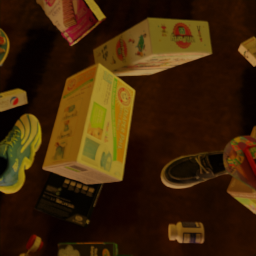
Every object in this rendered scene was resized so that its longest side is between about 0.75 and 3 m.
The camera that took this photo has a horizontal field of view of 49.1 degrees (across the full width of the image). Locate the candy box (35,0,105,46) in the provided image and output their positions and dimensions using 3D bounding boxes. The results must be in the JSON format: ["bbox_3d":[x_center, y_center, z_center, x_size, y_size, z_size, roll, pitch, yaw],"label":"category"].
[{"bbox_3d":[-2.125,-4.314,9.800,2.291,1.563,0.699,52,32,-15],"label":"candy box"}]

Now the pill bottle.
[{"bbox_3d":[1.818,3.304,8.843,1.027,0.614,0.614,2,67,1],"label":"pill bottle"}]

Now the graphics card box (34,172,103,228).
[{"bbox_3d":[-1.718,1.720,9.472,1.758,0.713,2.802,17,66,6],"label":"graphics card box"}]

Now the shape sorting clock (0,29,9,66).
[{"bbox_3d":[-6.377,-3.256,11.715,2.775,0.544,2.775,0,66,0],"label":"shape sorting clock"}]

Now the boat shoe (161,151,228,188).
[{"bbox_3d":[2.557,1.239,9.494,2.951,1.047,1.064,-15,67,-6],"label":"boat shoe"}]

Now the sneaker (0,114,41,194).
[{"bbox_3d":[-3.792,0.672,9.472,1.110,1.540,2.931,4,67,2],"label":"sneaker"}]

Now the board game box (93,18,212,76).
[{"bbox_3d":[0.603,-2.256,8.349,2.168,2.938,0.944,-11,95,-33],"label":"board game box"}]

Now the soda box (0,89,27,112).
[{"bbox_3d":[-2.902,-0.626,6.578,0.335,0.314,0.985,21,32,33],"label":"soda box"}]

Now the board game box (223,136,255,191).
[{"bbox_3d":[2.963,0.757,6.024,1.731,0.337,1.367,34,54,17],"label":"board game box"}]

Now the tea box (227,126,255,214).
[{"bbox_3d":[4.872,1.532,8.551,2.529,1.717,2.570,36,69,-13],"label":"tea box"}]

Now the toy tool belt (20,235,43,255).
[{"bbox_3d":[-2.803,4.293,8.286,1.158,1.177,1.885,34,70,-18],"label":"toy tool belt"}]

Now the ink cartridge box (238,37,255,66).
[{"bbox_3d":[5.271,-3.207,11.752,0.747,0.431,1.023,-30,70,-12],"label":"ink cartridge box"}]

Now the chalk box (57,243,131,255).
[{"bbox_3d":[-0.917,4.068,8.143,2.127,1.318,1.328,1,65,-1],"label":"chalk box"}]

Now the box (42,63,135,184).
[{"bbox_3d":[-0.791,-0.048,6.228,1.158,1.286,2.286,-15,57,40],"label":"box"}]
